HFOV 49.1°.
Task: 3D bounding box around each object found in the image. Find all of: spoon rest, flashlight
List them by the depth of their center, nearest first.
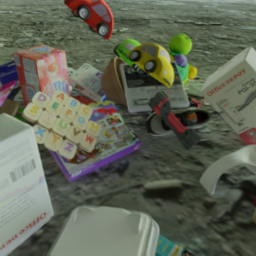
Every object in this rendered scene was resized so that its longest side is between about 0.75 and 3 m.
[{"bbox_3d":[3.381,1.045,7.833,2.812,0.852,1.397,-14,35,-19],"label":"spoon rest"},{"bbox_3d":[1.506,-0.263,8.992,0.687,0.685,2.023,-41,78,0],"label":"flashlight"}]

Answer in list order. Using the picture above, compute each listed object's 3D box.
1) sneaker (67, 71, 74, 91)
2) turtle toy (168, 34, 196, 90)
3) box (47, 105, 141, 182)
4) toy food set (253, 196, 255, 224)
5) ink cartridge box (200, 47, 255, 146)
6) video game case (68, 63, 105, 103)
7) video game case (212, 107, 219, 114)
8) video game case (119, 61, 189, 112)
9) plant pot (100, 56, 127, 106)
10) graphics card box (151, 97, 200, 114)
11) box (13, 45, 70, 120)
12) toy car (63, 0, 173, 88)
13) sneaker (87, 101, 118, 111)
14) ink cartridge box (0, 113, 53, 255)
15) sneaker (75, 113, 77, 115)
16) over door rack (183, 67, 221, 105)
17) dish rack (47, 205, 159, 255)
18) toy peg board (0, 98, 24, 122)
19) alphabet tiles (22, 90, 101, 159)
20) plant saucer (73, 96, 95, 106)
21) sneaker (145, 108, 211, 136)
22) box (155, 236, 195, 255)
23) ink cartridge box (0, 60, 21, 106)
[{"bbox_3d":[-3.258,-2.109,12.764,1.334,0.818,2.050,5,33,9],"label":"sneaker"},{"bbox_3d":[1.847,-2.782,12.397,2.162,1.500,2.967,23,71,31],"label":"turtle toy"},{"bbox_3d":[-1.112,0.362,8.692,2.576,0.504,1.763,-22,60,-31],"label":"box"},{"bbox_3d":[3.834,1.618,6.639,2.562,1.153,1.223,-22,39,-30],"label":"toy food set"},{"bbox_3d":[3.822,-0.913,8.832,2.540,1.861,1.051,46,47,-5],"label":"ink cartridge box"},{"bbox_3d":[-1.593,-2.008,12.382,1.634,0.410,1.802,30,36,-2],"label":"video game case"},{"bbox_3d":[4.114,-1.006,11.638,1.200,0.159,1.680,5,34,10],"label":"video game case"},{"bbox_3d":[0.976,-1.637,10.793,2.327,0.272,2.116,-6,64,-11],"label":"video game case"},{"bbox_3d":[-0.478,-1.784,11.418,0.942,2.041,2.041,-17,28,20],"label":"plant pot"},{"bbox_3d":[1.880,-0.760,11.007,1.714,0.436,1.075,-25,41,-35],"label":"graphics card box"},{"bbox_3d":[-2.983,-1.483,10.099,1.339,2.610,1.236,23,40,32],"label":"box"},{"bbox_3d":[0.008,-1.998,6.814,2.885,0.643,2.715,40,7,2],"label":"toy car"},{"bbox_3d":[-1.009,-0.643,10.709,0.784,0.565,1.493,29,42,36],"label":"sneaker"},{"bbox_3d":[-2.794,1.304,5.803,1.141,2.607,1.895,20,38,33],"label":"ink cartridge box"},{"bbox_3d":[-1.630,-0.175,9.669,1.917,0.835,0.714,34,44,29],"label":"sneaker"},{"bbox_3d":[4.150,-1.914,12.218,2.805,0.934,2.073,-8,28,-12],"label":"over door rack"},{"bbox_3d":[-0.627,2.533,5.581,2.212,0.561,2.577,1,31,16],"label":"dish rack"},{"bbox_3d":[-4.161,-0.344,9.955,1.144,1.149,0.562,18,-8,45],"label":"toy peg board"},{"bbox_3d":[-1.836,-0.175,8.018,2.155,0.157,2.107,30,42,-13],"label":"alphabet tiles"},{"bbox_3d":[-2.081,-0.970,11.508,1.053,0.193,1.051,25,36,34],"label":"plant saucer"},{"bbox_3d":[1.715,-0.295,9.590,2.392,0.884,0.949,-11,-2,-15],"label":"sneaker"},{"bbox_3d":[0.987,2.689,5.793,1.025,0.252,0.422,20,38,30],"label":"box"},{"bbox_3d":[-4.580,-1.626,10.614,0.535,2.885,1.366,51,44,-3],"label":"ink cartridge box"}]
